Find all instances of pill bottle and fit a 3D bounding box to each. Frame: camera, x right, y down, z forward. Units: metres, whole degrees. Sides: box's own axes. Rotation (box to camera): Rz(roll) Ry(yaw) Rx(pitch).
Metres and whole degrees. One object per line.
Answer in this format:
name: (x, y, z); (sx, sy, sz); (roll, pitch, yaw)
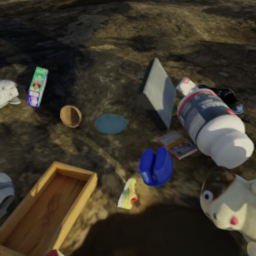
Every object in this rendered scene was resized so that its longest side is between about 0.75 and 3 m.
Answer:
pill bottle: (2.964, 0.005, 9.695); (1.664, 1.664, 2.783); (-9, 39, -12)

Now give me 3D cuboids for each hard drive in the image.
hard drive: (1.155, -1.321, 10.718); (0.418, 1.773, 2.541); (-20, 32, 31)

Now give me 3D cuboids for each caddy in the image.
caddy: (0.898, 1.254, 8.908); (0.962, 0.714, 1.361); (-11, 34, 25)

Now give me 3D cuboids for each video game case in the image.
video game case: (1.769, 0.604, 10.191); (0.885, 0.108, 1.237); (-22, 43, -26)

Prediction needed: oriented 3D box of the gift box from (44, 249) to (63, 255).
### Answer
gift box: (-0.901, 3.760, 3.971); (2.880, 2.689, 2.658); (-27, 42, -7)

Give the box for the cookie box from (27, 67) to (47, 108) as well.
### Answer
cookie box: (-3.903, -1.738, 12.037); (0.492, 1.120, 1.310); (14, 57, -15)

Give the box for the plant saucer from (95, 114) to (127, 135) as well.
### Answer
plant saucer: (-0.675, -0.117, 11.068); (1.246, 0.171, 1.246); (1, 38, 0)

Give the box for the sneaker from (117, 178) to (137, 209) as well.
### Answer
sneaker: (0.065, 1.960, 8.277); (0.483, 0.418, 1.070); (18, 47, 9)

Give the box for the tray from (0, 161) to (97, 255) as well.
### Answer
tray: (-2.165, 2.269, 7.723); (1.472, 0.553, 2.985); (13, 39, 16)

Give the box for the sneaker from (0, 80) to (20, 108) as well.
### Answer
sneaker: (-5.500, -1.162, 11.613); (1.709, 1.117, 2.973); (-12, 36, -11)

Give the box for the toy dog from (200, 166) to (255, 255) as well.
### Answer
toy dog: (3.352, 1.860, 7.074); (2.958, 2.064, 2.868); (4, 37, 8)

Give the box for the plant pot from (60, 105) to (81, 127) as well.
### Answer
plant pot: (-2.186, -0.511, 11.032); (0.886, 0.886, 0.409); (12, 28, 15)

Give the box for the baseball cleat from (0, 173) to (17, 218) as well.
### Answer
baseball cleat: (-4.560, 2.157, 7.452); (2.992, 1.043, 1.592); (-23, 43, -26)

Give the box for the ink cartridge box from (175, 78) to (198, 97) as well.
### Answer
ink cartridge box: (2.608, -1.667, 12.162); (0.634, 0.865, 0.358); (-50, 14, 1)

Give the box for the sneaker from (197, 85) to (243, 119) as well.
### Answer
sneaker: (3.840, -1.302, 11.822); (0.981, 1.089, 2.796); (-16, 41, -18)

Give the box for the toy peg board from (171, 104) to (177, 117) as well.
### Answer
toy peg board: (1.422, -0.845, 11.758); (0.947, 0.465, 0.951); (-20, 42, -24)
